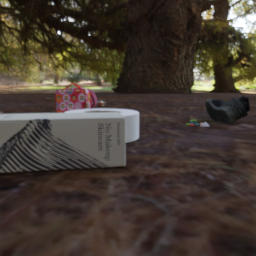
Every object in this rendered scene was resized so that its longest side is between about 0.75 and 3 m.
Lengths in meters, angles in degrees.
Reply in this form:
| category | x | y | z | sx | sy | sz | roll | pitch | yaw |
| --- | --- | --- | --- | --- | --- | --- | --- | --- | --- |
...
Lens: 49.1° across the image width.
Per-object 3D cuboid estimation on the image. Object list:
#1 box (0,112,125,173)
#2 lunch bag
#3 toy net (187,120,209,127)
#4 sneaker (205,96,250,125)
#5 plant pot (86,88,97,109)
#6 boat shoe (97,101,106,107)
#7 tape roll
| category | x | y | z | sx | sy | sz | roll | pitch | yaw |
| --- | --- | --- | --- | --- | --- | --- | --- | --- | --- |
| box | -1.387 | 0.252 | 5.665 | 2.609 | 1.072 | 0.892 | -3 | 10 | -10 |
| lunch bag | -2.818 | -1.440 | 14.306 | 1.871 | 1.648 | 0.766 | 3 | 10 | 20 |
| toy net | 2.780 | -0.178 | 11.103 | 0.480 | 0.177 | 0.915 | -8 | 12 | -40 |
| sneaker | 4.322 | -0.858 | 12.151 | 1.374 | 0.917 | 2.400 | -19 | 15 | -7 |
| plant pot | -2.585 | -1.382 | 15.435 | 1.396 | 1.396 | 1.249 | 2 | 24 | 14 |
| boat shoe | -1.935 | -1.739 | 20.278 | 0.361 | 0.411 | 1.155 | 4 | 5 | 11 |
| tape roll | -0.795 | -0.098 | 8.580 | 2.301 | 0.805 | 2.301 | -1 | 9 | 0 |
